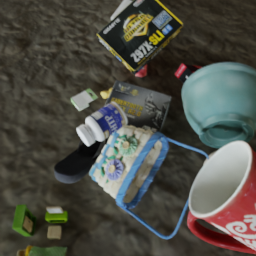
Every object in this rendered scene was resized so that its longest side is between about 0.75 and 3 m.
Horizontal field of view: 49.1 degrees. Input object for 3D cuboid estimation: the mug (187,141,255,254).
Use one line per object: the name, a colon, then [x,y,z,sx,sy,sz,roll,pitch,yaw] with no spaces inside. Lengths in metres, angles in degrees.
mug: [3.102,2.037,6.718,2.995,2.658,1.998,34,64,-6]

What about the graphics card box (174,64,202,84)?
graphics card box: [2.694,-1.306,9.433,1.336,0.542,2.130,-4,49,-47]

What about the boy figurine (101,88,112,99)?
boy figurine: [-0.551,-1.272,10.866,1.011,0.326,0.629,-4,65,-1]

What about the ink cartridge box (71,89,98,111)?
ink cartridge box: [-1.687,-1.093,10.803,0.867,0.208,0.631,-31,60,-20]

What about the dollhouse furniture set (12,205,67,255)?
dollhouse furniture set: [-2.326,3.107,7.354,1.275,0.976,1.946,-2,55,-1]

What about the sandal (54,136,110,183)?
sandal: [-1.129,0.660,8.594,1.093,0.616,2.875,12,28,17]

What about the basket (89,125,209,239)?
basket: [0.511,1.323,7.853,2.836,1.973,2.501,25,81,18]

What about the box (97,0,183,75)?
box: [0.433,-3.523,10.357,2.514,0.620,2.008,-43,85,-4]

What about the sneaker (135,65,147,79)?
sneaker: [0.538,-2.684,11.679,0.528,0.621,1.431,5,55,4]

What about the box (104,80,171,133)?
box: [0.289,-0.644,10.103,2.168,0.524,1.717,18,64,7]

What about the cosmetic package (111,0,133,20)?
cosmetic package: [0.282,-5.837,13.838,1.218,0.747,2.952,17,57,13]

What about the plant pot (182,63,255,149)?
plant pot: [3.028,-0.466,8.828,2.647,2.647,1.773,5,55,4]

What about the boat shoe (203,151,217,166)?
boat shoe: [3.025,1.032,8.922,1.271,0.474,0.589,-25,42,-28]

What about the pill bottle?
pill bottle: [-0.697,-0.080,7.384,1.228,0.735,0.735,-35,62,-19]
